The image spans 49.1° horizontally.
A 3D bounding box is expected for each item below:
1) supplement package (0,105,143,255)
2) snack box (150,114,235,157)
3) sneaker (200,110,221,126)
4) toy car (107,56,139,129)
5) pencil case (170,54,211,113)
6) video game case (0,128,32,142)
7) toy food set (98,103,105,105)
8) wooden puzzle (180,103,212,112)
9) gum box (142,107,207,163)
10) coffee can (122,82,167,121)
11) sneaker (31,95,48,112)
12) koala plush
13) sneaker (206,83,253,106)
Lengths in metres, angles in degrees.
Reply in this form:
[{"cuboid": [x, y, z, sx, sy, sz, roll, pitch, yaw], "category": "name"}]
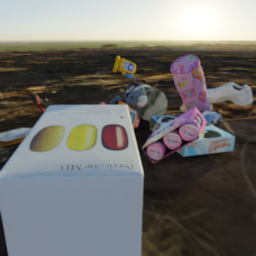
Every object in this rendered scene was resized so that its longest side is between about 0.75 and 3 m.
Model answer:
[{"cuboid": [-0.718, 0.775, 4.640, 1.697, 1.634, 2.983, -1, 20, -4], "category": "supplement package"}, {"cuboid": [1.727, 0.126, 8.213, 1.453, 0.464, 2.500, -5, 18, -15], "category": "snack box"}, {"cuboid": [2.830, -0.276, 9.601, 1.325, 0.510, 0.502, -2, -28, -47], "category": "sneaker"}, {"cuboid": [-0.012, -1.088, 8.467, 0.982, 2.951, 1.447, 16, -22, -14], "category": "toy car"}, {"cuboid": [2.206, -1.397, 9.757, 1.021, 2.336, 1.021, -14, 50, 18], "category": "pencil case"}, {"cuboid": [-3.350, 0.188, 8.299, 1.135, 0.125, 1.035, 0, 14, 43], "category": "video game case"}, {"cuboid": [-0.811, -0.858, 11.492, 1.438, 0.226, 0.914, -3, 19, -8], "category": "toy food set"}, {"cuboid": [2.834, -0.928, 11.581, 1.211, 0.303, 1.307, 7, 20, 17], "category": "wooden puzzle"}, {"cuboid": [1.107, 0.157, 6.559, 1.463, 0.484, 0.830, -35, 8, 36], "category": "gum box"}, {"cuboid": [0.599, -1.031, 10.538, 1.165, 1.165, 1.592, -7, 21, -19], "category": "coffee can"}, {"cuboid": [-3.406, -1.046, 10.888, 0.493, 1.008, 0.356, -41, 66, -13], "category": "sneaker"}, {"cuboid": [0.168, -0.777, 9.264, 1.131, 1.230, 1.091, 35, 21, -19], "category": "koala plush"}, {"cuboid": [4.069, -1.513, 11.713, 2.135, 0.856, 0.751, 8, 46, 31], "category": "sneaker"}]
